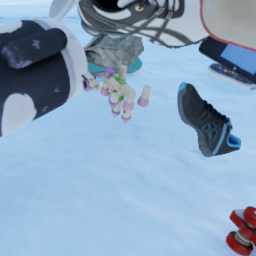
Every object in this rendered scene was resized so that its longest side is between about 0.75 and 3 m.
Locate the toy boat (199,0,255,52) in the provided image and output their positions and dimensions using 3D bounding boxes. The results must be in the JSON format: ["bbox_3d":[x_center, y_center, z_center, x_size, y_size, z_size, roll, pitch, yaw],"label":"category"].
[{"bbox_3d":[1.992,-1.673,3.986,1.997,1.303,1.305,18,11,2],"label":"toy boat"}]

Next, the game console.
[{"bbox_3d":[2.663,-1.885,5.834,1.852,1.637,0.287,33,23,8],"label":"game console"}]

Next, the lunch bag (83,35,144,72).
[{"bbox_3d":[-0.550,-2.576,8.838,1.695,0.996,1.390,14,49,24],"label":"lunch bag"}]

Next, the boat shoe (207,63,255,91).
[{"bbox_3d":[4.163,-2.416,11.057,0.881,1.130,2.489,-15,33,-24],"label":"boat shoe"}]

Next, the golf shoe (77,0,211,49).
[{"bbox_3d":[0.480,-2.246,5.245,2.973,1.156,1.405,-1,-7,3],"label":"golf shoe"}]

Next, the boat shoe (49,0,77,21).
[{"bbox_3d":[-1.260,-3.244,6.766,0.610,1.696,0.557,27,-3,38],"label":"boat shoe"}]

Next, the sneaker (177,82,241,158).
[{"bbox_3d":[1.062,-0.125,3.663,0.525,1.281,0.469,-11,43,37],"label":"sneaker"}]

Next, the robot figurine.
[{"bbox_3d":[-1.918,-0.892,4.686,1.962,1.630,2.611,27,45,32],"label":"robot figurine"}]

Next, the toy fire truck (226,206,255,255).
[{"bbox_3d":[2.265,1.788,4.425,1.051,0.702,1.251,11,22,-33],"label":"toy fire truck"}]

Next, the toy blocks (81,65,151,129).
[{"bbox_3d":[-0.210,-0.428,4.189,0.803,0.676,0.750,-21,53,-34],"label":"toy blocks"}]

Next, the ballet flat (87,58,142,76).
[{"bbox_3d":[-0.728,-2.675,11.870,2.562,0.922,0.922,-7,31,-14],"label":"ballet flat"}]
